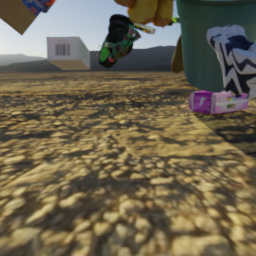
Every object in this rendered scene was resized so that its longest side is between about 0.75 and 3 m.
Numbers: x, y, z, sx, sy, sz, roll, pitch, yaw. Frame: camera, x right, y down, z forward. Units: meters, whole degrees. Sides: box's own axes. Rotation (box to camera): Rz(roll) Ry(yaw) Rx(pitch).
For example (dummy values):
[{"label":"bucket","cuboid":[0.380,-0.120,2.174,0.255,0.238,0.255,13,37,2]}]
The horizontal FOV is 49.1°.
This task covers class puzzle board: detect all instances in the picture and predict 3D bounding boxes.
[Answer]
[{"label":"puzzle board","cuboid":[-2.247,-2.416,5.469,0.089,0.768,1.019,41,2,38]}]

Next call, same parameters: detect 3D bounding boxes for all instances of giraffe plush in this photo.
[{"label":"giraffe plush","cuboid":[0.695,-2.552,4.550,1.504,1.743,1.413,-3,22,-32]}]

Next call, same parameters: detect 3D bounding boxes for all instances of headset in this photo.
[{"label":"headset","cuboid":[-0.114,-3.451,10.568,1.396,2.970,1.834,19,51,-24]}]

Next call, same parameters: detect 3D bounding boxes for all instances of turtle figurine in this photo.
[{"label":"turtle figurine","cuboid":[-0.294,-2.691,9.262,1.503,0.757,1.125,-37,2,19]}]

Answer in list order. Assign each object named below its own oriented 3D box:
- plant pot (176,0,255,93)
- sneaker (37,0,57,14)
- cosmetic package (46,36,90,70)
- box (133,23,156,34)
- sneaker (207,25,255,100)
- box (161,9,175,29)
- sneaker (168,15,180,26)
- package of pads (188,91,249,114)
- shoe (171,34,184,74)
[{"label":"plant pot","cuboid":[2.653,-2.650,7.866,2.778,2.721,2.778,-6,41,5]},{"label":"sneaker","cuboid":[-2.112,-3.586,7.346,2.608,1.023,0.982,-5,28,13]},{"label":"cosmetic package","cuboid":[-2.071,-2.615,10.050,1.123,0.789,2.214,-1,3,0]},{"label":"box","cuboid":[0.529,-4.580,12.650,1.304,0.260,0.892,28,27,14]},{"label":"sneaker","cuboid":[1.810,-1.078,4.830,0.638,1.040,1.598,-17,37,-7]},{"label":"box","cuboid":[1.122,-4.517,10.852,1.147,0.645,0.581,32,-29,-4]},{"label":"sneaker","cuboid":[1.359,-3.332,8.787,0.801,0.339,0.298,-2,-7,-30]},{"label":"package of pads","cuboid":[3.770,-1.126,11.620,2.288,0.866,1.379,-10,14,-34]},{"label":"shoe","cuboid":[2.001,-2.876,10.058,0.674,1.927,0.514,20,42,-1]}]
